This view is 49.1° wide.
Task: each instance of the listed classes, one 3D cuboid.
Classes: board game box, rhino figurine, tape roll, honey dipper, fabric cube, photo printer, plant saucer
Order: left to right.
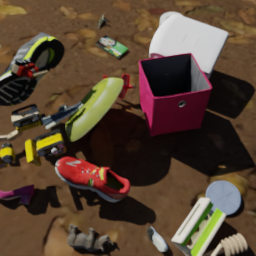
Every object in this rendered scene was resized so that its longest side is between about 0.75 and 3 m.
[{"bbox_3d":[-1.082,3.144,7.875,1.356,0.406,0.593,10,75,4],"label":"rhino figurine"},{"bbox_3d":[-1.194,-0.702,8.958,0.403,2.594,2.594,41,61,-19],"label":"plant saucer"},{"bbox_3d":[-0.700,-3.458,11.944,1.295,0.152,0.678,37,64,20],"label":"board game box"},{"bbox_3d":[1.382,-1.056,9.052,1.785,1.813,1.819,-10,51,-7],"label":"fabric cube"},{"bbox_3d":[1.878,-4.364,12.128,1.074,0.738,1.074,0,59,0],"label":"tape roll"},{"bbox_3d":[2.099,-2.942,10.139,2.453,0.852,2.040,25,74,12],"label":"photo printer"},{"bbox_3d":[1.994,3.552,7.616,2.558,0.486,0.486,-17,61,-9],"label":"honey dipper"}]

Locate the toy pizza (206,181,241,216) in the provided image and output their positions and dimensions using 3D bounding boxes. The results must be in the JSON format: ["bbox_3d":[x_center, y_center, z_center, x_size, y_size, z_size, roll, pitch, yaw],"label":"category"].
[{"bbox_3d":[2.898,2.146,8.570,1.038,0.165,1.038,-2,67,5],"label":"toy pizza"}]

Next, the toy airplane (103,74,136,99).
[{"bbox_3d":[-0.392,-1.543,10.029,1.393,1.393,0.256,1,59,0],"label":"toy airplane"}]

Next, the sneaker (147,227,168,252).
[{"bbox_3d":[0.824,3.173,7.980,0.288,0.291,0.802,-52,54,16],"label":"sneaker"}]

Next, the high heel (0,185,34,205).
[{"bbox_3d":[-3.560,1.910,8.556,1.299,0.438,0.623,12,70,1],"label":"high heel"}]

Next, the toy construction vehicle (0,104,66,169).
[{"bbox_3d":[-3.165,0.431,8.498,2.439,0.859,2.124,-22,50,-7],"label":"toy construction vehicle"}]

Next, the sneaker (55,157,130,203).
[{"bbox_3d":[-0.915,1.311,7.869,2.214,0.940,0.853,25,52,-14],"label":"sneaker"}]

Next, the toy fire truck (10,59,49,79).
[{"bbox_3d":[-2.674,-1.581,7.827,0.881,0.776,0.567,30,106,-3],"label":"toy fire truck"}]

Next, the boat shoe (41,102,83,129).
[{"bbox_3d":[-1.987,-0.452,8.451,1.344,0.503,0.416,-31,93,8],"label":"boat shoe"}]

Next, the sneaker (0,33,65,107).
[{"bbox_3d":[-3.290,-1.849,8.899,2.916,1.077,1.180,-41,46,3],"label":"sneaker"}]

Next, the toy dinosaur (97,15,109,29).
[{"bbox_3d":[-1.130,-4.883,12.753,0.416,0.224,0.944,7,56,12],"label":"toy dinosaur"}]

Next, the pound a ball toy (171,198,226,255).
[{"bbox_3d":[2.027,3.044,7.851,1.167,0.761,1.790,43,68,-2],"label":"pound a ball toy"}]
